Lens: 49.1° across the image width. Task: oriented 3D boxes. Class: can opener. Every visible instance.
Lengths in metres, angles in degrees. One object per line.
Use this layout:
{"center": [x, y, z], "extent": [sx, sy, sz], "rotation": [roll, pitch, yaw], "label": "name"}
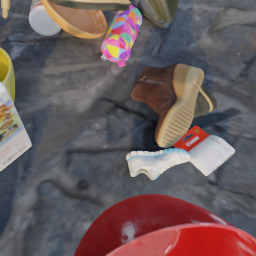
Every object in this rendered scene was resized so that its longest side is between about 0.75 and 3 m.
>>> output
{"center": [0.487, -4.322, 10.378], "extent": [0.812, 0.647, 2.427], "rotation": [-46, 60, 8], "label": "can opener"}

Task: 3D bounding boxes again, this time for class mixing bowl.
{"center": [0.232, 1.398, 2.754], "extent": [1.949, 1.949, 1.056], "rotation": [-13, 24, -10], "label": "mixing bowl"}

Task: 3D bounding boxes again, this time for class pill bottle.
{"center": [-2.834, -4.227, 9.860], "extent": [1.088, 1.088, 1.878], "rotation": [-5, 53, -4], "label": "pill bottle"}

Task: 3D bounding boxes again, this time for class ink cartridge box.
{"center": [1.804, 0.461, 6.797], "extent": [0.958, 0.336, 1.179], "rotation": [-33, 63, -22], "label": "ink cartridge box"}

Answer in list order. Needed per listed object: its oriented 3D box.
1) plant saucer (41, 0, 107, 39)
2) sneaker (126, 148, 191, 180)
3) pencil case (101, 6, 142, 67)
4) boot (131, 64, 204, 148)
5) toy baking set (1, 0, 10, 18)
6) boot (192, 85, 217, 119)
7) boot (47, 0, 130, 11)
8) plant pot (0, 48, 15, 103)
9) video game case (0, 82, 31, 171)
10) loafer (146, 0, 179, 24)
{"center": [-1.839, -3.903, 9.334], "extent": [2.467, 0.462, 2.467], "rotation": [27, 43, -28], "label": "plant saucer"}
{"center": [0.713, 0.862, 6.389], "extent": [1.469, 0.551, 0.637], "rotation": [-7, 59, 5], "label": "sneaker"}
{"center": [-0.182, -3.036, 9.085], "extent": [0.987, 0.987, 2.233], "rotation": [11, 54, 8], "label": "pencil case"}
{"center": [0.789, -0.649, 7.271], "extent": [1.882, 0.819, 2.263], "rotation": [13, 71, 46], "label": "boot"}
{"center": [-3.220, -3.115, 6.478], "extent": [1.177, 1.533, 0.178], "rotation": [27, 43, 9], "label": "toy baking set"}
{"center": [1.395, -0.913, 7.649], "extent": [1.194, 0.669, 1.726], "rotation": [-30, 57, -15], "label": "boot"}
{"center": [-1.049, -3.213, 5.096], "extent": [2.657, 1.838, 1.029], "rotation": [24, 27, 24], "label": "boot"}
{"center": [-3.759, -0.730, 6.860], "extent": [2.266, 1.609, 2.266], "rotation": [0, 52, 1], "label": "plant pot"}
{"center": [-1.963, 0.358, 3.483], "extent": [0.187, 2.077, 1.487], "rotation": [45, 68, 6], "label": "video game case"}
{"center": [0.521, -3.513, 6.511], "extent": [0.879, 2.608, 0.992], "rotation": [14, 72, 29], "label": "loafer"}
